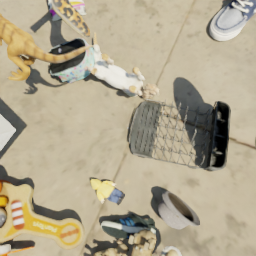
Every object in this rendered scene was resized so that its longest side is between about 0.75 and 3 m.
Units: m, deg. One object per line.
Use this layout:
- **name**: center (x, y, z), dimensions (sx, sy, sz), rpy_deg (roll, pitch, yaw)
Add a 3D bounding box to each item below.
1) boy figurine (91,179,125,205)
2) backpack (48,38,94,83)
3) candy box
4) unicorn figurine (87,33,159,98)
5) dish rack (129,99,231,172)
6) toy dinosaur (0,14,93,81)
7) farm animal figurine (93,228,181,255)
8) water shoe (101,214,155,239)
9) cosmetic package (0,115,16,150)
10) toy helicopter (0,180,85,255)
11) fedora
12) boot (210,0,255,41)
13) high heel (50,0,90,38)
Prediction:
- **boy figurine**: center (-0.591, 1.672, 7.365), dimensions (0.973, 0.313, 0.605), rpy_deg (26, 69, 12)
- **backpack**: center (-1.663, -2.066, 8.589), dimensions (1.317, 0.992, 1.169), rpy_deg (-19, 64, 23)
- **candy box**: center (-2.352, -4.842, 10.194), dimensions (1.240, 0.555, 1.818), rpy_deg (-15, 67, -8)
- **unicorn figurine**: center (-0.435, -1.679, 8.291), dimensions (2.844, 1.954, 1.050), rpy_deg (45, 93, -3)
- **dish rack**: center (1.400, 0.085, 7.874), dimensions (2.641, 0.720, 2.026), rpy_deg (11, 65, 5)
- **toy dinosaur**: center (-1.885, -1.469, 5.065), dimensions (2.529, 1.343, 0.764), rpy_deg (36, 56, 12)
- **farm animal figurine**: center (0.126, 3.036, 6.387), dimensions (1.763, 0.919, 1.743), rpy_deg (31, 93, 24)
- **water shoe**: center (0.009, 2.450, 7.008), dimensions (1.346, 0.481, 0.531), rpy_deg (8, 38, 5)
- **cosmetic package**: center (-3.729, -0.275, 5.209), dimensions (2.778, 1.127, 1.567), rpy_deg (45, 107, 1)
- **toy helicopter**: center (-2.520, 2.361, 6.622), dimensions (2.972, 1.172, 1.965), rpy_deg (13, 69, 4)
- **fedora**: center (1.173, 2.124, 6.942), dimensions (1.145, 1.012, 0.517), rpy_deg (39, 104, -10)
- **boot**: center (3.899, -4.273, 9.519), dimensions (1.053, 1.307, 2.894), rpy_deg (39, 71, 16)
- **high heel**: center (-1.230, -3.272, 6.409), dimensions (1.486, 2.085, 0.744), rpy_deg (-44, 28, 2)
